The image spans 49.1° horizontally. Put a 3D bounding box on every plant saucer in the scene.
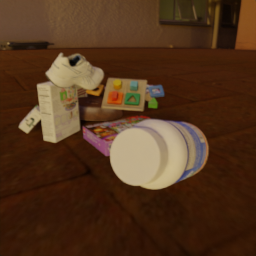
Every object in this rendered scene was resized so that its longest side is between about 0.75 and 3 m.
[{"bbox_3d":[-1.503,-0.896,11.863,2.622,0.480,2.622,5,17,-1],"label":"plant saucer"}]

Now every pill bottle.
[{"bbox_3d":[0.695,0.513,5.782,1.356,1.356,2.420,12,6,30],"label":"pill bottle"}]

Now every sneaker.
[{"bbox_3d":[-1.425,-1.727,8.537,0.815,0.952,2.186,46,29,17],"label":"sneaker"}]

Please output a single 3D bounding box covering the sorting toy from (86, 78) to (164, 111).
[{"bbox_3d":[-0.130,-1.247,9.672,2.744,0.374,1.545,4,52,6],"label":"sorting toy"}]

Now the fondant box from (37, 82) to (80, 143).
[{"bbox_3d":[-2.275,-0.621,9.377,0.547,1.879,1.356,9,21,24],"label":"fondant box"}]

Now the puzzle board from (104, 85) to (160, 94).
[{"bbox_3d":[0.203,-2.173,15.953,2.991,0.260,2.254,-2,21,-7],"label":"puzzle board"}]

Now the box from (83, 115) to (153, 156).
[{"bbox_3d":[-0.048,0.164,9.258,2.436,0.476,1.667,-12,24,-30],"label":"box"}]

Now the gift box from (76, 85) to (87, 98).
[{"bbox_3d":[-2.720,-1.912,13.478,1.422,1.541,1.439,12,22,17],"label":"gift box"}]

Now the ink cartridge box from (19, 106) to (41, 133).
[{"bbox_3d":[-3.312,-0.304,9.654,0.866,0.364,0.632,-46,21,4],"label":"ink cartridge box"}]

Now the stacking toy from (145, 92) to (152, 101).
[{"bbox_3d":[1.025,-1.635,14.391,0.427,0.427,1.000,1,13,2],"label":"stacking toy"}]
